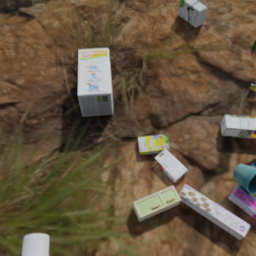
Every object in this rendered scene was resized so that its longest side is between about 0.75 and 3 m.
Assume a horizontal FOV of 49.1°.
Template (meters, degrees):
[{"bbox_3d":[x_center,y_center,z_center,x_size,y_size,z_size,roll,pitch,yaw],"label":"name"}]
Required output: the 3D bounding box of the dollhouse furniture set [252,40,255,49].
[{"bbox_3d":[6.262,-3.741,13.123,0.517,0.396,0.789,-7,58,-4],"label":"dollhouse furniture set"}]

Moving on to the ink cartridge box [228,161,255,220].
[{"bbox_3d":[4.519,2.001,9.530,1.251,0.440,2.096,38,63,21],"label":"ink cartridge box"}]

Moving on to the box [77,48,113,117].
[{"bbox_3d":[-1.319,-1.869,11.356,1.254,1.392,2.475,-4,58,-3],"label":"box"}]

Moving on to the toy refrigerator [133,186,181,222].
[{"bbox_3d":[0.928,2.468,9.164,1.465,0.512,0.556,-19,60,-12],"label":"toy refrigerator"}]

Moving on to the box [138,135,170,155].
[{"bbox_3d":[0.960,0.625,10.468,1.137,0.275,0.667,-6,58,-1],"label":"box"}]

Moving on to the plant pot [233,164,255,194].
[{"bbox_3d":[3.885,1.595,9.136,0.813,0.813,0.764,-29,33,-17],"label":"plant pot"}]

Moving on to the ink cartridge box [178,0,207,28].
[{"bbox_3d":[3.223,-5.872,14.111,0.561,0.990,1.351,-34,63,-18],"label":"ink cartridge box"}]

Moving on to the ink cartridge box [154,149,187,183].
[{"bbox_3d":[1.505,1.344,9.999,0.597,0.276,1.096,-36,65,-20],"label":"ink cartridge box"}]

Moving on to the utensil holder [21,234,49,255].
[{"bbox_3d":[-2.736,3.685,8.241,0.797,0.797,0.938,-5,57,-3],"label":"utensil holder"}]

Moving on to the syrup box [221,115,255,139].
[{"bbox_3d":[4.397,-0.028,10.672,1.528,0.602,0.622,4,58,3],"label":"syrup box"}]

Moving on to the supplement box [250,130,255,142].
[{"bbox_3d":[5.560,-0.081,9.780,2.197,1.212,0.941,-51,24,-1],"label":"supplement box"}]

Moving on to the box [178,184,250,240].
[{"bbox_3d":[2.700,2.692,9.055,2.319,0.480,0.449,31,63,19],"label":"box"}]

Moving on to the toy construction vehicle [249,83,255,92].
[{"bbox_3d":[5.746,-2.011,11.665,1.143,0.995,0.403,-20,52,-16],"label":"toy construction vehicle"}]
